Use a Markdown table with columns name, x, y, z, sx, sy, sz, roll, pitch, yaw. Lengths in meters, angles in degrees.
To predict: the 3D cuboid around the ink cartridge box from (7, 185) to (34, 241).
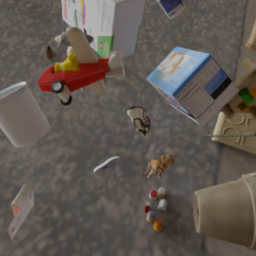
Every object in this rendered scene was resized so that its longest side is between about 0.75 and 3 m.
| name | x | y | z | sx | sy | sz | roll | pitch | yaw |
| --- | --- | --- | --- | --- | --- | --- | --- | --- | --- |
| ink cartridge box | -2.513 | 1.948 | 6.387 | 0.245 | 1.126 | 0.978 | 26 | 53 | 0 |

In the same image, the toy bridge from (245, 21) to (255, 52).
| name | x | y | z | sx | sy | sz | roll | pitch | yaw |
| --- | --- | --- | --- | --- | --- | --- | --- | --- | --- |
| toy bridge | 4.354 | -3.398 | 8.696 | 0.673 | 2.003 | 0.273 | 19 | 23 | -37 |

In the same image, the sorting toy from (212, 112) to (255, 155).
| name | x | y | z | sx | sy | sz | roll | pitch | yaw |
| --- | --- | --- | --- | --- | --- | --- | --- | --- | --- |
| sorting toy | 4.553 | -0.215 | 10.957 | 1.975 | 0.355 | 2.651 | 17 | 57 | 17 |

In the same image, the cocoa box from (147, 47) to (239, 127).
| name | x | y | z | sx | sy | sz | roll | pitch | yaw |
| --- | --- | --- | --- | --- | --- | --- | --- | --- | --- |
| cocoa box | 1.828 | -1.341 | 8.507 | 1.509 | 1.485 | 2.263 | -47 | 25 | 6 |

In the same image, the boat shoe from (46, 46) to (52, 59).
| name | x | y | z | sx | sy | sz | roll | pitch | yaw |
| --- | --- | --- | --- | --- | --- | --- | --- | --- | --- |
| boat shoe | -3.780 | -3.593 | 13.280 | 0.270 | 0.256 | 0.752 | -9 | 56 | -6 |

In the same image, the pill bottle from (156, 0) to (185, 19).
| name | x | y | z | sx | sy | sz | roll | pitch | yaw |
| --- | --- | --- | --- | --- | --- | --- | --- | --- | --- |
| pill bottle | 1.284 | -4.121 | 8.977 | 1.069 | 0.640 | 0.640 | 48 | 58 | -21 |

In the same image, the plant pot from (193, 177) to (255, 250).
| name | x | y | z | sx | sy | sz | roll | pitch | yaw |
| --- | --- | --- | --- | --- | --- | --- | --- | --- | --- |
| plant pot | 2.031 | 1.724 | 5.757 | 1.253 | 1.444 | 1.444 | 0 | 56 | 5 |

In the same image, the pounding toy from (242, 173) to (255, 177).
| name | x | y | z | sx | sy | sz | roll | pitch | yaw |
| --- | --- | --- | --- | --- | --- | --- | --- | --- | --- |
| pounding toy | 3.042 | 1.275 | 6.000 | 0.753 | 1.317 | 0.756 | 23 | 62 | -24 |

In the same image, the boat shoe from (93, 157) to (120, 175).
| name | x | y | z | sx | sy | sz | roll | pitch | yaw |
| --- | --- | --- | --- | --- | --- | --- | --- | --- | --- |
| boat shoe | -0.646 | 1.072 | 8.267 | 0.854 | 0.299 | 0.283 | -32 | 34 | -9 |

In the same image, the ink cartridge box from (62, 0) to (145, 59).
| name | x | y | z | sx | sy | sz | roll | pitch | yaw |
| --- | --- | --- | --- | --- | --- | --- | --- | --- | --- |
| ink cartridge box | -0.959 | -3.935 | 9.248 | 1.234 | 2.129 | 2.940 | -29 | 62 | -29 |

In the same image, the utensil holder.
| name | x | y | z | sx | sy | sz | roll | pitch | yaw |
| --- | --- | --- | --- | --- | --- | --- | --- | --- | --- |
| utensil holder | -2.726 | -0.315 | 7.012 | 1.109 | 1.304 | 1.109 | -21 | 24 | 10 |

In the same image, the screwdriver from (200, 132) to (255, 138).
| name | x | y | z | sx | sy | sz | roll | pitch | yaw |
| --- | --- | --- | --- | --- | --- | --- | --- | --- | --- |
| screwdriver | 3.180 | 0.148 | 7.471 | 2.663 | 0.371 | 0.387 | 1 | 58 | 42 |

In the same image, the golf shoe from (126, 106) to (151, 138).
| name | x | y | z | sx | sy | sz | roll | pitch | yaw |
| --- | --- | --- | --- | --- | --- | --- | --- | --- | --- |
| golf shoe | 0.280 | -0.162 | 6.549 | 0.395 | 1.022 | 0.450 | -13 | 58 | 23 |

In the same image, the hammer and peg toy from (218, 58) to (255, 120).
| name | x | y | z | sx | sy | sz | roll | pitch | yaw |
| --- | --- | --- | --- | --- | --- | --- | --- | --- | --- |
| hammer and peg toy | 4.102 | -1.384 | 8.431 | 2.046 | 2.781 | 0.981 | 1 | 52 | -33 |

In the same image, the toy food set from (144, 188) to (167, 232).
| name | x | y | z | sx | sy | sz | roll | pitch | yaw |
| --- | --- | --- | --- | --- | --- | --- | --- | --- | --- |
| toy food set | 0.886 | 2.478 | 8.900 | 0.665 | 0.627 | 1.393 | 13 | 57 | 8 |

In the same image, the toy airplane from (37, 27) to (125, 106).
| name | x | y | z | sx | sy | sz | roll | pitch | yaw |
| --- | --- | --- | --- | --- | --- | --- | --- | --- | --- |
| toy airplane | -1.314 | -1.969 | 8.718 | 2.495 | 2.506 | 1.768 | 0 | 56 | -41 |

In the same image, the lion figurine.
| name | x | y | z | sx | sy | sz | roll | pitch | yaw |
| --- | --- | --- | --- | --- | --- | --- | --- | --- | --- |
| lion figurine | 0.754 | 0.989 | 7.361 | 0.379 | 1.047 | 0.641 | 33 | 66 | -26 |
